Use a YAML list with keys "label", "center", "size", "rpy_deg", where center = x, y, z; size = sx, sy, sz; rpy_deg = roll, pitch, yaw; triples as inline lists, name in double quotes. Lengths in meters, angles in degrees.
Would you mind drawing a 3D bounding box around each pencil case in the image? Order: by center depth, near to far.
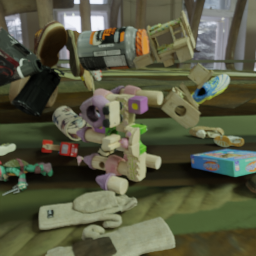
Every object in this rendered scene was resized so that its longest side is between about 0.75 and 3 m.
- label: "pencil case"
  center: [-2.506, -0.244, 12.228]
  size: [1.162, 1.011, 2.598]
  rpy_deg: [-5, 17, -27]

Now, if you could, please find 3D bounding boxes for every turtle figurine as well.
- label: "turtle figurine"
  center: [-2.994, 1.247, 7.695]
  size: [1.607, 0.809, 1.203]
  rpy_deg: [-5, 16, -37]

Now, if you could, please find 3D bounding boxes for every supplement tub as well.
- label: "supplement tub"
  center: [-0.493, -2.712, 9.672]
  size: [2.268, 1.390, 1.390]
  rpy_deg: [-1, 16, 15]

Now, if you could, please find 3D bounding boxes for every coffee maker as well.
- label: "coffee maker"
  center: [-2.264, -0.936, 6.963]
  size: [0.780, 1.158, 1.113]
  rpy_deg: [32, -21, -21]

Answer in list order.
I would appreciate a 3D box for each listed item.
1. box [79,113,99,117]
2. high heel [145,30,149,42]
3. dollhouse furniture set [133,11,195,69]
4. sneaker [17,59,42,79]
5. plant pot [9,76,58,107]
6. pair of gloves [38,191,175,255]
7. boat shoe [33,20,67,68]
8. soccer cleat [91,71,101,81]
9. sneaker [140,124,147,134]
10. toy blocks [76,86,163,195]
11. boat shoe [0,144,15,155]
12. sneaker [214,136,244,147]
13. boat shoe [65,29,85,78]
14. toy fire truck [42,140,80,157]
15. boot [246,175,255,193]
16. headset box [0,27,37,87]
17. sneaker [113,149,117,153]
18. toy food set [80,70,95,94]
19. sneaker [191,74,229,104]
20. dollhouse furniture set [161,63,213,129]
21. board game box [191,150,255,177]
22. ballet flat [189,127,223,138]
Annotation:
- label: "box"
  center: [-1.805, -0.462, 14.249]
  size: [1.025, 0.293, 1.498]
  rpy_deg: [-7, 18, -22]
- label: "high heel"
  center: [0.470, -4.014, 11.741]
  size: [1.279, 0.614, 0.431]
  rpy_deg: [6, 32, -25]
- label: "dollhouse furniture set"
  center: [0.690, -2.041, 6.935]
  size: [1.656, 0.920, 1.464]
  rpy_deg: [-16, 23, 23]
- label: "sneaker"
  center: [-2.311, -1.482, 6.739]
  size: [0.523, 0.373, 1.054]
  rpy_deg: [-20, 28, -4]
- label: "plant pot"
  center: [-5.710, -2.313, 17.396]
  size: [2.298, 2.636, 2.636]
  rpy_deg: [19, 17, -2]
- label: "pair of gloves"
  center: [-0.576, 2.016, 5.556]
  size: [2.223, 0.458, 2.615]
  rpy_deg: [-12, 14, -21]
- label: "boat shoe"
  center: [-2.598, -2.693, 8.783]
  size: [0.932, 0.930, 2.583]
  rpy_deg: [-32, 1, -22]
- label: "soccer cleat"
  center: [-1.436, -2.479, 11.593]
  size: [0.387, 1.118, 0.434]
  rpy_deg: [-33, 21, -33]
- label: "sneaker"
  center: [0.657, -0.034, 12.649]
  size: [0.328, 0.380, 0.867]
  rpy_deg: [5, 17, 15]
- label: "toy blocks"
  center: [-0.676, 0.178, 7.902]
  size: [2.392, 2.655, 2.841]
  rpy_deg: [10, 19, 30]
- label: "boat shoe"
  center: [-4.477, 0.769, 10.056]
  size: [0.270, 0.323, 0.903]
  rpy_deg: [7, 12, 22]
- label: "sneaker"
  center: [3.851, 0.519, 10.870]
  size: [1.129, 0.427, 0.495]
  rpy_deg: [7, 6, -1]
- label: "boat shoe"
  center: [-2.180, -3.455, 12.724]
  size: [0.979, 1.036, 2.881]
  rpy_deg: [1, 56, -27]
- label: "toy fire truck"
  center: [-2.285, 0.675, 9.352]
  size: [1.269, 0.439, 1.800]
  rpy_deg: [8, -5, -10]
- label: "boot"
  center: [4.320, 1.017, 7.279]
  size: [2.573, 1.247, 0.961]
  rpy_deg: [-5, 31, -16]
- label: "headset box"
  center: [-3.393, -1.807, 7.415]
  size: [1.723, 0.646, 1.281]
  rpy_deg: [-14, -27, 23]
- label: "sneaker"
  center: [-0.377, 0.687, 10.290]
  size: [0.530, 0.345, 0.918]
  rpy_deg: [3, 15, 2]
- label: "toy food set"
  center: [-2.152, -2.473, 14.031]
  size: [0.390, 1.341, 1.942]
  rpy_deg: [-14, -22, 5]
- label: "sneaker"
  center: [3.434, -1.619, 11.529]
  size: [1.887, 0.714, 0.991]
  rpy_deg: [-37, -8, 2]
- label: "dollhouse furniture set"
  center: [2.221, -1.197, 9.456]
  size: [1.166, 1.854, 2.097]
  rpy_deg: [38, 21, -1]
- label: "board game box"
  center: [3.010, 0.984, 8.260]
  size: [1.464, 0.433, 1.925]
  rpy_deg: [-6, 2, -21]
- label: "ballet flat"
  center: [3.282, 0.216, 11.695]
  size: [1.414, 0.498, 0.461]
  rpy_deg: [-2, 30, 6]
